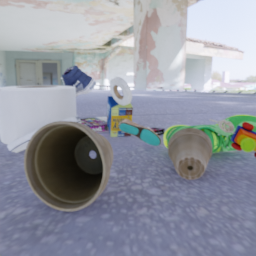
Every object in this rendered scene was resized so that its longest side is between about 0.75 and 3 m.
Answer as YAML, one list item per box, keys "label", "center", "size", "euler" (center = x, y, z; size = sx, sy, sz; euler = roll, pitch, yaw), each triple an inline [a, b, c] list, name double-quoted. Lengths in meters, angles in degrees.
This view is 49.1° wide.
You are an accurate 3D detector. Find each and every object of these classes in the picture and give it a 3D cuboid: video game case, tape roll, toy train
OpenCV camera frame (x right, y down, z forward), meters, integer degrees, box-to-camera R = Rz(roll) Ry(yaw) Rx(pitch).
- label: "video game case"
  center: [-1.303, -0.160, 12.545]
  size: [1.670, 0.330, 1.842]
  euler: [-6, 14, -28]
- label: "tape roll"
  center: [-3.351, -0.578, 10.507]
  size: [2.821, 1.937, 2.821]
  euler: [-1, 12, 0]
- label: "tape roll"
  center: [-0.278, -1.293, 9.966]
  size: [0.193, 1.057, 1.057]
  euler: [-31, 26, -30]
- label: "toy train"
  center: [2.516, 0.260, 6.122]
  size: [1.570, 0.665, 0.909]
  euler: [24, 18, 8]

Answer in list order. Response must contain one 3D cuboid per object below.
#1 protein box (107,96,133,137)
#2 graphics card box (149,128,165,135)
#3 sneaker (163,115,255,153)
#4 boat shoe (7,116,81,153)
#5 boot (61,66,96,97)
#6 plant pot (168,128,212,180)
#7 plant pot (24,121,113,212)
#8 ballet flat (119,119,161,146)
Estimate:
- label: "protein box"
  center: [-0.362, -0.474, 11.106]
  size: [0.827, 1.226, 1.217]
  euler: [-2, 28, -11]
- label: "graphics card box"
  center: [0.989, 0.168, 11.175]
  size: [0.576, 0.234, 0.918]
  euler: [6, 11, 40]
- label: "sneaker"
  center: [2.554, 0.351, 8.178]
  size: [2.999, 1.111, 1.253]
  euler: [-9, 13, 6]
- label: "boat shoe"
  center: [-2.469, 0.376, 8.520]
  size: [2.348, 0.772, 0.845]
  euler: [-22, 1, -3]
- label: "boot"
  center: [-2.417, -1.985, 12.046]
  size: [1.163, 0.936, 2.574]
  euler: [42, -27, -26]
- label: "plant pot"
  center: [1.449, 0.695, 6.596]
  size: [1.089, 1.089, 0.945]
  euler: [2, 28, 11]
- label: "plant pot"
  center: [-0.907, 0.613, 5.330]
  size: [1.550, 1.550, 1.345]
  euler: [3, 5, 17]
- label: "ballet flat"
  center: [0.435, 0.095, 9.292]
  size: [1.510, 0.514, 0.508]
  euler: [27, 28, 2]
